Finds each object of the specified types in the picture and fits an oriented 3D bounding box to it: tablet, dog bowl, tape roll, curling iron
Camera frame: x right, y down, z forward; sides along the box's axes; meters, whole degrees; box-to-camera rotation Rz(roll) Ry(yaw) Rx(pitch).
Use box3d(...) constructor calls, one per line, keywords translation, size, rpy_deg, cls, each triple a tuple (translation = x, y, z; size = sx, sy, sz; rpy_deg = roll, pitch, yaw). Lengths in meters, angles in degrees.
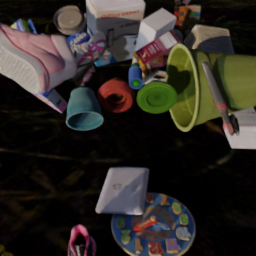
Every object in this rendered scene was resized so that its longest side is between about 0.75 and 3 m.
box3d(translation=(-0.111, 1.768, 8.186), size=(1.302, 0.137, 2.001), rpy_deg=(-1, 26, 10), cls="tablet")
box3d(translation=(-2.139, -3.980, 10.440), size=(1.214, 0.356, 1.214), rpy_deg=(-1, 65, 2), cls="dog bowl")
box3d(translation=(1.438, -2.043, 13.345), size=(1.324, 0.909, 1.324), rpy_deg=(-1, 35, 0), cls="tape roll")
box3d(translation=(2.290, -0.672, 6.976), size=(0.289, 2.258, 0.560), rpy_deg=(-17, 33, 33), cls="curling iron")

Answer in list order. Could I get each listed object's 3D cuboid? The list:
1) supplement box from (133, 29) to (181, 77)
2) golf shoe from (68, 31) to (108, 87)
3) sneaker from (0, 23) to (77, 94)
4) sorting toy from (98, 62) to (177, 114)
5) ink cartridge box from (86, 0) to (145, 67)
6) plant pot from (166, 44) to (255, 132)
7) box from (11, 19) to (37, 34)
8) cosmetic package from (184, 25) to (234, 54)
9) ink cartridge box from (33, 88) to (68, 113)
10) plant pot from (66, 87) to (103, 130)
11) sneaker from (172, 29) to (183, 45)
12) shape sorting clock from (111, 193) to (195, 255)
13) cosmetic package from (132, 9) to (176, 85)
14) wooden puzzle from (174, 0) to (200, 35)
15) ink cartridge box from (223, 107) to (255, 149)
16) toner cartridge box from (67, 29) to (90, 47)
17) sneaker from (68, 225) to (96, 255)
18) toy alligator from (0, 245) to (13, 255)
box3d(translation=(0.995, -2.473, 9.349), size=(1.475, 0.814, 0.632), rpy_deg=(-32, 70, 3), cls="supplement box")
box3d(translation=(-1.585, -2.814, 10.471), size=(0.922, 1.169, 2.539), rpy_deg=(-14, 46, 50), cls="golf shoe")
box3d(translation=(-2.521, -1.969, 7.199), size=(2.952, 1.111, 1.543), rpy_deg=(36, 47, 25), cls="sneaker")
box3d(translation=(0.240, -1.134, 7.822), size=(2.179, 1.309, 0.894), rpy_deg=(-1, 47, 2), cls="sorting toy")
box3d(translation=(-0.601, -4.276, 12.059), size=(2.113, 2.895, 1.220), rpy_deg=(-17, 61, -15), cls="ink cartridge box")
box3d(translation=(2.546, -1.215, 8.023), size=(2.300, 2.422, 2.422), rpy_deg=(-6, 35, -9), cls="plant pot")
box3d(translation=(-3.840, -3.006, 9.629), size=(1.495, 0.912, 0.356), rpy_deg=(-27, -7, 20), cls="box")
box3d(translation=(3.010, -2.164, 10.013), size=(1.461, 0.987, 2.777), rpy_deg=(3, 70, -18), cls="cosmetic package")
box3d(translation=(-2.873, -1.281, 8.983), size=(1.376, 2.306, 0.484), rpy_deg=(33, 79, 10), cls="ink cartridge box")
box3d(translation=(-1.197, -0.550, 7.489), size=(0.955, 0.955, 0.897), rpy_deg=(-6, 62, -9), cls="plant pot")
box3d(translation=(1.690, -4.146, 12.948), size=(2.318, 0.866, 0.951), rpy_deg=(-2, 62, -29), cls="sneaker")
box3d(translation=(0.642, 2.448, 7.245), size=(2.158, 0.423, 2.158), rpy_deg=(0, 35, 0), cls="shape sorting clock")
box3d(translation=(0.817, -2.890, 10.491), size=(0.719, 2.840, 1.172), rpy_deg=(39, 60, 14), cls="cosmetic package")
box3d(translation=(2.456, -4.639, 11.739), size=(1.047, 1.766, 0.124), rpy_deg=(4, 58, 10), cls="wooden puzzle")
box3d(translation=(4.212, -0.014, 10.315), size=(0.996, 0.991, 1.371), rpy_deg=(2, 35, 2), cls="ink cartridge box")
box3d(translation=(-2.467, -3.066, 11.241), size=(2.153, 0.465, 1.022), rpy_deg=(-41, 2, -2), cls="toner cartridge box")
box3d(translation=(-1.039, 2.986, 6.035), size=(0.771, 0.931, 1.952), rpy_deg=(-4, 36, -9), cls="sneaker")
box3d(translation=(-3.053, 2.959, 6.513), size=(1.731, 0.513, 0.470), rpy_deg=(21, -1, 29), cls="toy alligator")
